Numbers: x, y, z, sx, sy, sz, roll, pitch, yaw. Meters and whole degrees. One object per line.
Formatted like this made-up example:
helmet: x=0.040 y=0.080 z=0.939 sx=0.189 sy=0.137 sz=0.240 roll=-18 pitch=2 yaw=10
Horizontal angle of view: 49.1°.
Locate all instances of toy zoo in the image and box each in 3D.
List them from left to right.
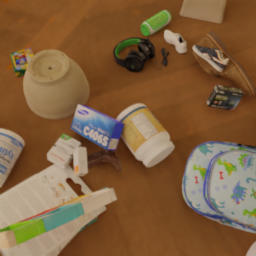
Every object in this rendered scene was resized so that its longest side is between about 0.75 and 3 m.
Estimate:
toy zoo: x=-1.583 y=1.984 z=6.466 sx=2.920 sy=1.916 sz=0.299 roll=-14 pitch=81 yaw=-42

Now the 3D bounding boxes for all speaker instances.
speaker: x=1.140 y=-4.287 z=11.461 sx=1.319 sy=0.583 sz=0.583 roll=-38 pitch=67 yaw=-19

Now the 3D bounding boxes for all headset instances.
headset: x=0.466 y=-2.786 z=10.323 sx=2.326 sy=1.093 sz=1.436 roll=30 pitch=65 yaw=28

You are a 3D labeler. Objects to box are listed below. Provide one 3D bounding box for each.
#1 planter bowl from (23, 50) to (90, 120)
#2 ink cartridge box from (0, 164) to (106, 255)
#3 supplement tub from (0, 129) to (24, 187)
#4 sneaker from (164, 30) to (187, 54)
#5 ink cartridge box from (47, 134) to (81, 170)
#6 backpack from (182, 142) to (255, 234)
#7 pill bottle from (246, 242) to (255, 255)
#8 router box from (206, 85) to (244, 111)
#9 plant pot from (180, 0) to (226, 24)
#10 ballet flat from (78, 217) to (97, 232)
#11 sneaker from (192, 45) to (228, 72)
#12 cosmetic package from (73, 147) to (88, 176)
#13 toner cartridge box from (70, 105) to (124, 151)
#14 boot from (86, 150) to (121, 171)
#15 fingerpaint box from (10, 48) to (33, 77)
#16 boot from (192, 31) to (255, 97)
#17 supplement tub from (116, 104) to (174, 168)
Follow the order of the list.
planter bowl: x=-2.521 y=-1.632 z=9.447 sx=2.258 sy=1.520 sz=2.258 roll=0 pitch=60 yaw=0
ink cartridge box: x=-2.359 y=2.400 z=7.861 sx=2.735 sy=0.686 sz=2.218 roll=-30 pitch=62 yaw=-35
supplement tub: x=-3.866 y=0.882 z=8.331 sx=1.005 sy=1.005 sz=1.524 roll=13 pitch=60 yaw=7
sneaker: x=1.894 y=-3.508 z=11.037 sx=0.471 sy=0.550 sz=1.263 roll=-34 pitch=65 yaw=-17
ink cartridge box: x=-1.983 y=0.726 z=8.653 sx=0.658 sy=0.379 sz=0.902 roll=29 pitch=55 yaw=6
backpack: x=2.685 y=1.440 z=7.354 sx=2.431 sy=1.787 sz=2.225 roll=12 pitch=81 yaw=14
pill bottle: x=4.024 y=3.739 z=6.573 sx=2.367 sy=1.326 sz=1.326 roll=29 pitch=65 yaw=15
router box: x=3.200 y=-0.989 z=9.266 sx=0.975 sy=0.730 sz=0.303 roll=6 pitch=42 yaw=-15
plant pot: x=3.338 y=-5.743 z=11.677 sx=1.806 sy=1.599 sz=1.803 roll=15 pitch=62 yaw=7
ballet flat: x=-1.221 y=2.655 z=7.805 sx=0.765 sy=0.258 sz=0.239 roll=-27 pitch=60 yaw=-23
sneaker: x=2.890 y=-2.570 z=9.744 sx=1.330 sy=0.528 sz=0.522 roll=42 pitch=35 yaw=11
cosmetic package: x=-1.375 y=0.972 z=8.053 sx=0.270 sy=0.384 sz=0.757 roll=8 pitch=62 yaw=-31
toner cartridge box: x=-0.990 y=-0.042 z=8.576 sx=1.815 sy=0.392 sz=0.862 roll=25 pitch=99 yaw=39
boot: x=-0.819 y=1.072 z=8.354 sx=1.057 sy=0.340 sz=0.986 roll=-16 pitch=42 yaw=-16
fingerpaint box: x=-3.930 y=-2.472 z=10.556 sx=0.795 sy=0.349 sz=0.952 roll=-17 pitch=64 yaw=-9
boot: x=3.491 y=-2.107 z=10.215 sx=1.106 sy=1.079 sz=2.932 roll=-38 pitch=70 yaw=15
supplement tub: x=0.487 y=0.231 z=8.549 sx=1.220 sy=1.220 sz=1.687 roll=-31 pitch=69 yaw=-16
